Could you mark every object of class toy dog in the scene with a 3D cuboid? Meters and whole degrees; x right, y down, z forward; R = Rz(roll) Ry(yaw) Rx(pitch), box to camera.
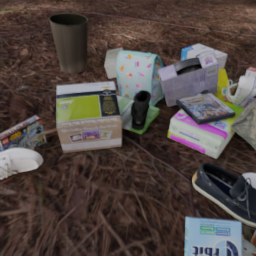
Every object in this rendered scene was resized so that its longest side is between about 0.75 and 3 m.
[{"bbox_3d":[3.445,2.669,6.099,2.319,1.117,1.529,-1,27,-3],"label":"toy dog"}]

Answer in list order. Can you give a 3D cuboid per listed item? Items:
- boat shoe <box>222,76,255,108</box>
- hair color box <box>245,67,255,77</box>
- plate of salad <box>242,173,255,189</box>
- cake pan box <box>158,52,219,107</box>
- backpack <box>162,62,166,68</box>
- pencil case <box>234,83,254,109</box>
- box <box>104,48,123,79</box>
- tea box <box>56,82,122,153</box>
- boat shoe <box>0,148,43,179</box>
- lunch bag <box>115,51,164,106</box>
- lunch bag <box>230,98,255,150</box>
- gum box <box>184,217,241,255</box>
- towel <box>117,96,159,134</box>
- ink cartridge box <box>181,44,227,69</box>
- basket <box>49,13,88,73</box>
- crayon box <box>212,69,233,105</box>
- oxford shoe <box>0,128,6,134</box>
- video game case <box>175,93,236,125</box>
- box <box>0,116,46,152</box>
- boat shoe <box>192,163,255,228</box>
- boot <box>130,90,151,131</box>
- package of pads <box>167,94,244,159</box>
[{"bbox_3d":[4.025,-1.365,10.434,1.028,0.891,2.412,15,-4,9],"label":"boat shoe"},{"bbox_3d":[5.999,-1.960,12.288,1.705,0.945,0.545,25,41,29],"label":"hair color box"},{"bbox_3d":[3.703,1.696,8.236,0.919,0.221,0.919,-4,38,3],"label":"plate of salad"},{"bbox_3d":[2.336,-1.768,10.771,2.115,2.296,0.601,-18,65,9],"label":"cake pan box"},{"bbox_3d":[1.441,-2.337,13.032,1.096,1.062,1.307,-33,41,4],"label":"backpack"},{"bbox_3d":[4.845,-1.273,11.950,0.649,0.637,1.519,13,32,-25],"label":"pencil case"},{"bbox_3d":[-0.656,-3.373,14.485,0.909,0.744,1.914,-9,37,9],"label":"box"},{"bbox_3d":[-1.360,-0.405,9.780,2.066,1.381,2.033,-5,49,-6],"label":"tea box"},{"bbox_3d":[-3.778,1.190,8.465,2.380,0.843,0.825,-6,38,9],"label":"boat shoe"},{"bbox_3d":[0.500,-2.176,11.741,1.823,2.140,1.305,18,41,31],"label":"lunch bag"},{"bbox_3d":[4.969,0.035,9.249,2.409,1.417,1.976,46,50,9],"label":"lunch bag"},{"bbox_3d":[1.833,2.695,6.071,1.173,0.307,1.380,5,76,-3],"label":"gum box"},{"bbox_3d":[-0.170,-0.558,11.258,2.406,0.369,1.795,20,43,21],"label":"towel"},{"bbox_3d":[4.026,-3.718,15.017,1.413,0.815,1.948,-23,42,-29],"label":"ink cartridge box"},{"bbox_3d":[-2.910,-4.257,14.295,1.737,2.554,2.303,-24,43,-29],"label":"basket"},{"bbox_3d":[3.755,-1.655,12.133,1.226,0.491,1.931,-2,61,-4],"label":"crayon box"},{"bbox_3d":[-4.375,0.293,9.893,1.223,0.516,0.444,22,40,24],"label":"oxford shoe"},{"bbox_3d":[2.716,-0.704,9.901,1.578,0.201,1.426,-12,41,-22],"label":"video game case"},{"bbox_3d":[-3.506,0.386,9.306,0.306,1.050,1.534,25,43,30],"label":"box"},{"bbox_3d":[3.001,1.803,7.593,2.688,0.837,1.003,29,44,31],"label":"boat shoe"},{"bbox_3d":[0.457,-0.883,10.350,0.653,1.297,1.735,2,37,-3],"label":"boot"},{"bbox_3d":[2.833,-0.185,10.227,1.992,0.879,2.579,25,42,28],"label":"package of pads"}]
